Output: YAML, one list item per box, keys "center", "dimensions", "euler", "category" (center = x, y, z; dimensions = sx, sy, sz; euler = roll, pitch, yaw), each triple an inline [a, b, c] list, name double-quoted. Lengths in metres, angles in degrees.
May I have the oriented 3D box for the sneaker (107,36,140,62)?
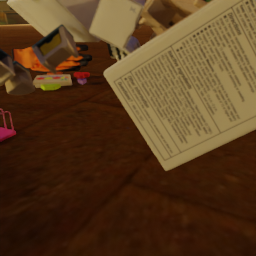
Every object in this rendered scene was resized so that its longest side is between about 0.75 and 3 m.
- center: [-0.013, -2.527, 8.954]
  dimensions: [0.966, 0.896, 2.384]
  euler: [-17, 34, -8]
  category: "sneaker"

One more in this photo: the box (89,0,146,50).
- center: [-0.126, -1.766, 4.293]
  dimensions: [0.581, 0.682, 1.067]
  euler: [24, 32, -9]
  category: "box"

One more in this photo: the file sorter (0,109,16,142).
- center: [-3.605, -0.119, 7.106]
  dimensions: [1.126, 0.706, 0.782]
  euler: [12, 27, 24]
  category: "file sorter"

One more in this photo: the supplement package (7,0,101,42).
- center: [-1.583, -3.309, 7.141]
  dimensions: [2.736, 1.605, 1.599]
  euler: [22, 76, 49]
  category: "supplement package"

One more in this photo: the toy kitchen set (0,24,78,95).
- center: [-2.384, -1.936, 5.531]
  dimensions: [1.761, 2.198, 1.295]
  euler: [-33, 60, 10]
  category: "toy kitchen set"

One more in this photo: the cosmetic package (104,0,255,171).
- center: [1.268, -0.804, 3.124]
  dimensions: [2.722, 1.432, 0.968]
  euler: [-28, 13, 18]
  category: "cosmetic package"

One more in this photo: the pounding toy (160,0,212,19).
- center: [1.308, -2.151, 4.102]
  dimensions: [2.083, 1.191, 1.195]
  euler: [39, 13, 15]
  category: "pounding toy"

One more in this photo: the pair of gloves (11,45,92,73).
- center: [-2.396, -3.081, 8.985]
  dimensions: [2.531, 2.840, 0.351]
  euler: [1, -14, -2]
  category: "pair of gloves"

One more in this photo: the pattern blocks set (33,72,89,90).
- center: [-3.115, -1.976, 11.745]
  dimensions: [2.778, 0.225, 2.442]
  euler: [0, 25, 1]
  category: "pattern blocks set"

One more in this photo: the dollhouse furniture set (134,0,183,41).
- center: [1.649, -2.584, 6.544]
  dimensions: [2.873, 1.869, 2.639]
  euler: [32, 9, -19]
  category: "dollhouse furniture set"
